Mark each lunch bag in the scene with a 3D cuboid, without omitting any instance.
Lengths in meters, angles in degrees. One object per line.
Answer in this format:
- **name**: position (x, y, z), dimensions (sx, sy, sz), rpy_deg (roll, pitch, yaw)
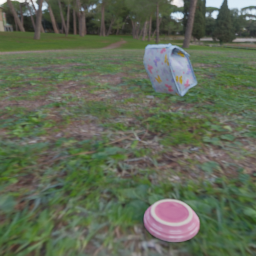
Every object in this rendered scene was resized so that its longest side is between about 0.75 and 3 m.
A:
- **lunch bag**: position (1.058, -1.572, 7.276), dimensions (0.817, 1.285, 1.090), rpy_deg (-41, 31, -21)

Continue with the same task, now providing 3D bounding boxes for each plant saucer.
- **plant saucer**: position (0.973, 2.015, 6.321), dimensions (1.239, 0.314, 1.239), rpy_deg (-1, 21, 0)
